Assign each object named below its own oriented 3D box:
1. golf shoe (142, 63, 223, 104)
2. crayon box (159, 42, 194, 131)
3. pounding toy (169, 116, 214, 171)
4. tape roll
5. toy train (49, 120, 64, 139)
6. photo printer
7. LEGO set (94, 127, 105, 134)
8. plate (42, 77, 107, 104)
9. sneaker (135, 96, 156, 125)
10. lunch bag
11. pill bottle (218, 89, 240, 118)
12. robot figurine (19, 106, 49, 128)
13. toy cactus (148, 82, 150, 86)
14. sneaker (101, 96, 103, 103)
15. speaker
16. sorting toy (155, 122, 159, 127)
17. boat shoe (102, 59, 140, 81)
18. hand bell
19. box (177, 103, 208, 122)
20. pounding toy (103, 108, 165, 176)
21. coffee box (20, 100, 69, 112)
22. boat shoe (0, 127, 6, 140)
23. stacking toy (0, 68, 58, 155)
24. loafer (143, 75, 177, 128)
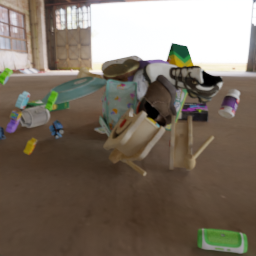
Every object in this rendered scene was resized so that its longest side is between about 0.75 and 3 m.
[{"bbox_3d":[1.676,-1.584,8.458,2.438,0.948,1.152,13,-23,-11],"label":"golf shoe"},{"bbox_3d":[1.861,-1.746,11.897,0.846,2.903,2.505,11,37,-3],"label":"crayon box"},{"bbox_3d":[1.779,0.567,8.062,1.183,1.179,2.062,2,41,10],"label":"pounding toy"},{"bbox_3d":[0.850,-1.554,10.299,0.803,1.891,1.891,-14,20,-33],"label":"tape roll"},{"bbox_3d":[-2.864,0.064,11.265,0.492,0.373,0.861,-39,41,1],"label":"toy train"},{"bbox_3d":[0.059,-2.541,12.946,2.113,0.734,1.758,-3,-26,31],"label":"photo printer"},{"bbox_3d":[-0.015,-0.040,11.910,2.051,0.674,2.745,-12,18,-29],"label":"LEGO set"},{"bbox_3d":[-1.849,-1.362,9.500,2.301,0.294,2.301,-15,22,6],"label":"plate"},{"bbox_3d":[0.666,-0.219,9.394,0.770,1.880,0.724,-1,-21,37],"label":"sneaker"},{"bbox_3d":[-0.353,-0.427,9.260,1.183,1.941,1.653,4,-6,-7],"label":"lunch bag"},{"bbox_3d":[2.865,-0.691,7.878,0.418,0.750,0.418,23,-13,6],"label":"pill bottle"},{"bbox_3d":[-4.367,-0.528,13.183,1.345,0.896,1.586,-31,-5,35],"label":"robot figurine"},{"bbox_3d":[0.854,-1.245,12.237,1.321,2.583,2.131,4,9,18],"label":"toy cactus"},{"bbox_3d":[-0.148,-0.948,12.964,2.202,0.831,1.253,9,42,-23],"label":"sneaker"},{"bbox_3d":[1.610,1.947,4.831,0.787,0.348,0.348,2,15,10],"label":"speaker"},{"bbox_3d":[0.811,-0.069,10.772,0.711,1.197,1.330,8,14,-15],"label":"sorting toy"},{"bbox_3d":[-0.219,-1.855,9.505,0.609,0.571,1.691,33,41,23],"label":"boat shoe"},{"bbox_3d":[-0.934,-2.100,12.714,2.500,1.302,1.302,4,15,21],"label":"hand bell"},{"bbox_3d":[3.321,-0.954,15.585,2.098,0.530,2.934,3,14,12],"label":"box"},{"bbox_3d":[0.320,0.340,7.661,1.434,1.430,2.501,38,-20,-12],"label":"pounding toy"},{"bbox_3d":[-5.011,-1.349,17.033,1.537,0.550,2.500,12,19,37],"label":"coffee box"},{"bbox_3d":[-5.116,0.169,10.801,0.603,0.739,1.757,-19,22,-17],"label":"boat shoe"},{"bbox_3d":[-3.192,-0.458,8.181,1.636,2.170,0.510,28,15,-5],"label":"stacking toy"},{"bbox_3d":[0.832,-0.638,8.392,0.918,2.586,0.944,-39,67,-7],"label":"loafer"}]
